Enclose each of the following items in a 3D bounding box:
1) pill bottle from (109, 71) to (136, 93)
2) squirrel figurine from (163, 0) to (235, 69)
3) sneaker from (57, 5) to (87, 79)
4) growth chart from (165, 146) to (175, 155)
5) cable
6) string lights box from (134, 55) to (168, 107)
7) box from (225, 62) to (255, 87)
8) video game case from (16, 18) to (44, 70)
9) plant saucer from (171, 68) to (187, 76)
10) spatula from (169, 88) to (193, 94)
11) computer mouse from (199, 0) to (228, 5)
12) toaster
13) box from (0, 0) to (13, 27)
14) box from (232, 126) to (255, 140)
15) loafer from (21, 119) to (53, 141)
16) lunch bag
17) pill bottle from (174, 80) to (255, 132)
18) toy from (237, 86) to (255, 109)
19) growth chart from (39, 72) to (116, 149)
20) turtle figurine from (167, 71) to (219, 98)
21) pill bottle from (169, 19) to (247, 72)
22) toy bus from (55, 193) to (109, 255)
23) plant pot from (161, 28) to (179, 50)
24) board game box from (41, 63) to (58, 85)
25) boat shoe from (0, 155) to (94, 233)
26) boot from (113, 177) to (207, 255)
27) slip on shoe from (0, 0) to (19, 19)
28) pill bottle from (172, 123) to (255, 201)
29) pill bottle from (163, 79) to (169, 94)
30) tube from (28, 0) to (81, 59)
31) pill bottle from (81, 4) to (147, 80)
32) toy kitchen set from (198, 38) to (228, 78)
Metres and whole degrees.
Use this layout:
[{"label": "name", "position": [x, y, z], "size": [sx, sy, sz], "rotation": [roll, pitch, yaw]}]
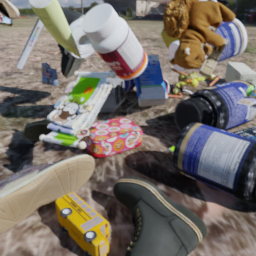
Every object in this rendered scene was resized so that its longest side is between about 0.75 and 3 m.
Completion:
[{"label": "pill bottle", "position": [-0.325, -2.343, 13.928], "size": [1.274, 1.274, 2.201], "rotation": [16, 30, 30]}, {"label": "squirrel figurine", "position": [1.287, -2.055, 6.065], "size": [1.535, 1.433, 1.086], "rotation": [34, -11, -18]}, {"label": "sneaker", "position": [-2.649, -3.627, 11.919], "size": [1.534, 2.888, 1.080], "rotation": [30, 34, 10]}, {"label": "growth chart", "position": [2.183, 0.805, 8.648], "size": [1.721, 0.153, 1.245], "rotation": [20, 31, 34]}, {"label": "cable", "position": [-1.702, -3.293, 10.387], "size": [1.439, 1.439, 0.498], "rotation": [-29, 59, -20]}, {"label": "string lights box", "position": [0.939, -2.167, 12.670], "size": [1.193, 0.685, 2.322], "rotation": [-4, 67, -10]}, {"label": "box", "position": [5.951, -2.672, 14.857], "size": [0.910, 1.094, 2.662], "rotation": [2, 27, 4]}, {"label": "video game case", "position": [-3.862, -4.048, 11.737], "size": [0.262, 2.909, 2.083], "rotation": [25, 23, -26]}, {"label": "plant saucer", "position": [2.272, -2.476, 12.530], "size": [0.779, 0.126, 0.779], "rotation": [21, 13, -5]}, {"label": "spatula", "position": [2.887, -1.790, 13.935], "size": [2.643, 0.272, 0.747], "rotation": [14, 27, 27]}, {"label": "computer mouse", "position": [2.756, -4.305, 9.366], "size": [1.287, 0.282, 0.705], "rotation": [-20, 50, -40]}, {"label": "toaster", "position": [-0.774, -1.539, 11.958], "size": [0.918, 1.547, 1.399], "rotation": [3, 24, 16]}, {"label": "box", "position": [-4.118, -3.897, 8.965], "size": [0.656, 1.192, 0.207], "rotation": [-5, -7, -40]}, {"label": "box", "position": [4.533, 0.441, 9.041], "size": [1.922, 0.442, 1.527], "rotation": [-12, 28, -24]}, {"label": "loafer", "position": [-2.886, 0.020, 9.784], "size": [1.717, 0.653, 0.579], "rotation": [-7, 23, -37]}, {"label": "lunch bag", "position": [-0.609, 0.207, 9.176], "size": [1.824, 0.747, 1.606], "rotation": [-14, 29, -26]}, {"label": "pill bottle", "position": [3.159, -0.654, 9.920], "size": [2.991, 1.673, 1.673], "rotation": [-16, 30, -31]}, {"label": "toy", "position": [3.967, -0.777, 7.217], "size": [1.103, 0.452, 1.916], "rotation": [-34, 36, -23]}, {"label": "growth chart", "position": [-1.289, -0.560, 7.080], "size": [1.785, 0.219, 2.467], "rotation": [1, 56, 33]}, {"label": "turtle figurine", "position": [3.019, -2.353, 14.013], "size": [2.664, 0.858, 2.148], "rotation": [-22, 17, 9]}, {"label": "pill bottle", "position": [2.657, -2.763, 9.537], "size": [2.405, 1.336, 1.336], "rotation": [-23, 31, -15]}, {"label": "toy bus", "position": [-0.921, 1.983, 5.739], "size": [0.627, 0.521, 1.601], "rotation": [-20, 32, -38]}, {"label": "plant pot", "position": [2.297, -3.845, 11.387], "size": [1.598, 2.251, 2.251], "rotation": [30, 23, -11]}, {"label": "board game box", "position": [-3.335, -2.264, 11.745], "size": [0.892, 0.892, 0.275], "rotation": [14, 27, 40]}, {"label": "boat shoe", "position": [-2.156, 1.300, 6.572], "size": [2.981, 1.072, 0.966], "rotation": [-28, 42, -35]}, {"label": "boot", "position": [0.185, 1.916, 5.584], "size": [2.261, 0.876, 1.564], "rotation": [20, 37, 37]}, {"label": "slip on shoe", "position": [-3.278, -3.179, 7.143], "size": [0.395, 1.038, 0.315], "rotation": [-35, 14, 42]}, {"label": "pill bottle", "position": [2.555, 0.884, 6.933], "size": [2.622, 1.466, 1.466], "rotation": [20, 32, 35]}, {"label": "pill bottle", "position": [1.194, -1.872, 13.462], "size": [1.406, 0.815, 0.815], "rotation": [-13, 28, -23]}, {"label": "tube", "position": [-2.172, -3.083, 8.678], "size": [0.731, 0.817, 2.818], "rotation": [-10, -14, 2]}, {"label": "pill bottle", "position": [-0.397, -2.693, 9.044], "size": [1.303, 2.378, 1.303], "rotation": [-13, 60, 24]}, {"label": "toy kitchen set", "position": [2.328, -2.145, 8.257], "size": [0.738, 0.816, 0.904], "rotation": [27, 72, 8]}]
